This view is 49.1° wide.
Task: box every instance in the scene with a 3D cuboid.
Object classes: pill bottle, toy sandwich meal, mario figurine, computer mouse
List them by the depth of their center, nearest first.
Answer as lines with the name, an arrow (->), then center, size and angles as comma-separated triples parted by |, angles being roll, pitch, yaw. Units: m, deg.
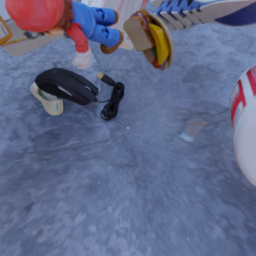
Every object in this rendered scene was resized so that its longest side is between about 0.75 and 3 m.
mario figurine -> -0.939, -1.536, 4.058 | 1.795, 0.951, 1.108 | -5, 45, -52
pill bottle -> 2.425, -0.249, 4.372 | 1.550, 1.550, 2.762 | 13, 26, 13
toy sandwich meal -> 0.348, -1.461, 4.815 | 0.380, 1.109, 1.109 | -31, 51, -19
computer mouse -> -1.273, -1.371, 8.258 | 2.558, 0.589, 1.796 | 25, 44, 1

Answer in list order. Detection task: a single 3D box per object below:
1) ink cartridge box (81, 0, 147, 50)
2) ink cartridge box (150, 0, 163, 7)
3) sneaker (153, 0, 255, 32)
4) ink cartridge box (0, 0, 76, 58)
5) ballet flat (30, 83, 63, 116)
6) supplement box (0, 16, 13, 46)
ink cartridge box -> -0.381, -3.178, 7.181 | 0.916, 1.580, 2.713 | 20, 5, 13
ink cartridge box -> 1.753, -4.267, 7.637 | 0.967, 1.640, 2.849 | 16, 9, -20
sneaker -> 1.529, -2.616, 5.154 | 2.266, 1.309, 0.915 | 12, -2, 39
ink cartridge box -> -2.516, -3.153, 6.505 | 2.002, 2.012, 2.768 | -27, 8, -9
ballet flat -> -2.453, -1.069, 8.382 | 0.643, 0.643, 1.851 | -27, 49, -26
supplement box -> -2.186, -1.751, 3.716 | 0.541, 1.572, 0.523 | -40, 68, -16
